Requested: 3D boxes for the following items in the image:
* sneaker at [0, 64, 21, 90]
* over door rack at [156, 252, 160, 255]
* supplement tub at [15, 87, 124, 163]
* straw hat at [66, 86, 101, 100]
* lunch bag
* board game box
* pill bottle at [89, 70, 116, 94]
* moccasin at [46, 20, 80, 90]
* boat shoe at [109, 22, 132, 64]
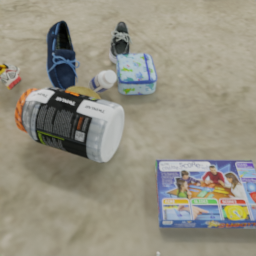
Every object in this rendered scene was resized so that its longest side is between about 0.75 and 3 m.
[{"bbox_3d":[-4.457,-2.077,10.294,0.737,0.778,1.894,-44,36,-5],"label":"sneaker"},{"bbox_3d":[0.634,3.258,5.821,0.819,0.369,1.109,31,54,27],"label":"over door rack"},{"bbox_3d":[-1.677,-0.171,8.122,2.834,1.737,1.737,16,49,14],"label":"supplement tub"},{"bbox_3d":[-1.588,-0.849,9.566,1.261,0.534,1.261,10,41,-9],"label":"straw hat"},{"bbox_3d":[0.317,-2.089,10.635,1.509,0.774,1.878,0,47,-4],"label":"lunch bag"},{"bbox_3d":[2.082,1.654,7.265,2.666,0.459,1.805,1,47,1],"label":"board game box"},{"bbox_3d":[-0.885,-1.633,9.883,0.620,1.118,0.620,7,76,-32],"label":"pill bottle"},{"bbox_3d":[-2.439,-2.588,10.138,1.132,0.959,2.813,-8,78,-40],"label":"moccasin"},{"bbox_3d":[-0.298,-3.743,12.098,0.954,0.883,2.585,5,47,5],"label":"boat shoe"}]
